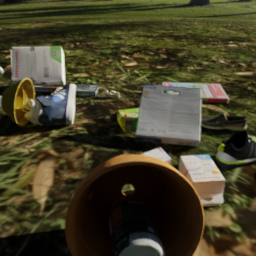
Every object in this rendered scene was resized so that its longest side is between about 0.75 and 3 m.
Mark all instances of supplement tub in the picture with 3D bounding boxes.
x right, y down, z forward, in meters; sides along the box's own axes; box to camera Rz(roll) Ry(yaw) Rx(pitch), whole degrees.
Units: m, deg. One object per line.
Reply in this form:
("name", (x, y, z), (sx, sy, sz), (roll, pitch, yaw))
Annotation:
("supplement tub", (0.099, 2.002, 5.407), (0.895, 0.895, 1.461), (-4, 23, -7))

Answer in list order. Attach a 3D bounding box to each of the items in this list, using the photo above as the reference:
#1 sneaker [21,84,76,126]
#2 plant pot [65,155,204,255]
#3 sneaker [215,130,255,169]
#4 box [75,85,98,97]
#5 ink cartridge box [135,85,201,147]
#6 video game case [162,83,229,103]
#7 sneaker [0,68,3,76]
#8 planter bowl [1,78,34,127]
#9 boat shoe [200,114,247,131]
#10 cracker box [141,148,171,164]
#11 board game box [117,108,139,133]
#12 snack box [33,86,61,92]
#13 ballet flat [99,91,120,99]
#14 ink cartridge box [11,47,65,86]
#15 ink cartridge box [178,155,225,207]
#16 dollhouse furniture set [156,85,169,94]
("sneaker", (-3.193, -1.043, 11.331), (2.037, 1.121, 2.782), (3, 33, -10))
("plant pot", (0.076, 1.520, 5.498), (2.365, 2.365, 1.656), (-2, 11, -4))
("sneaker", (3.671, 0.536, 8.531), (2.352, 0.974, 0.843), (-15, 31, -27))
("box", (-2.109, -1.856, 13.902), (1.148, 0.293, 0.905), (1, 28, 2))
("ink cartridge box", (1.459, -0.478, 9.910), (2.157, 0.476, 2.197), (5, 60, 9))
("video game case", (3.185, -1.748, 13.738), (2.964, 0.259, 2.119), (2, 27, 5))
("sneaker", (-8.441, -3.361, 15.755), (2.591, 1.016, 1.029), (-7, 61, -13))
("planter bowl", (-4.214, -0.992, 10.489), (0.760, 1.826, 1.826), (8, 28, 2))
("boat shoe", (3.576, -0.271, 10.543), (1.735, 0.562, 0.635), (3, 27, 5))
("cracker box", (0.792, 0.953, 8.427), (0.825, 0.238, 0.553), (-17, 45, -28))
("board game box", (0.732, -0.389, 10.837), (2.122, 0.505, 1.078), (-8, 28, -15))
("snack box", (-4.335, -1.929, 13.885), (1.973, 0.240, 0.709), (4, 7, 7))
("ballet flat", (-0.901, -1.618, 13.388), (1.053, 0.344, 0.371), (3, 24, 6))
("ink cartridge box", (-4.632, -3.165, 14.533), (2.499, 1.818, 1.050), (-3, -7, -6))
("ink cartridge box", (1.843, 1.371, 7.102), (0.823, 0.802, 1.281), (-3, 27, -6))
("dollhouse furniture set", (1.371, -1.220, 11.723), (0.710, 0.919, 1.839), (39, 19, 12))
